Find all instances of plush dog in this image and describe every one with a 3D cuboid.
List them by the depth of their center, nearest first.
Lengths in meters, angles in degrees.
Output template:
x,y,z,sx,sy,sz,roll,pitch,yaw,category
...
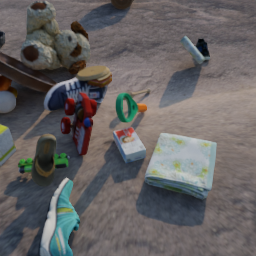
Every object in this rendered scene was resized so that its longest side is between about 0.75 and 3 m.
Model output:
x,y,z,sx,sy,sz,roll,pitch,yaw,category
-2.720,-3.086,10.995,2.485,2.321,2.893,6,68,-15,plush dog

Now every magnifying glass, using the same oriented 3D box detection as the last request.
x,y,z,sx,sy,sz,roll,pitch,yaw,category
0.131,-0.587,8.194,0.227,0.808,2.031,-5,2,24,magnifying glass

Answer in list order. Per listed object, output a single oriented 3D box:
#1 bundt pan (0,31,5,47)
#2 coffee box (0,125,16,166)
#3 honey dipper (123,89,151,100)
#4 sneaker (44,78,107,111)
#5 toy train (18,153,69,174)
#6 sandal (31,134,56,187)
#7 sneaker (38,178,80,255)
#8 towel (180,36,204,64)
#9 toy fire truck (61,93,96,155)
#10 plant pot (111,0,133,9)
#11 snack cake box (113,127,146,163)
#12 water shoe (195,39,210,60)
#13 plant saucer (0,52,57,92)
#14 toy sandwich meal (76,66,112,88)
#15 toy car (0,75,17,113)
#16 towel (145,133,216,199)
x,y,z,sx,sy,sz,roll,pitch,yaw,category
-6.273,-4.017,12.864,1.301,0.488,1.301,1,41,-1,bundt pan
-3.647,0.444,7.331,0.865,0.856,0.866,15,43,17,coffee box
0.313,-1.188,9.522,0.262,0.262,1.379,31,34,31,honey dipper
-1.623,-1.080,9.207,1.179,0.761,2.172,24,43,28,sneaker
-2.120,0.907,6.999,1.312,0.274,0.370,-9,49,2,toy train
-1.860,0.801,6.332,0.546,1.359,0.367,-2,29,-34,sandal
-1.369,1.914,5.914,0.719,0.699,1.805,13,45,-12,sneaker
2.563,-3.045,11.034,1.133,0.319,1.323,49,20,3,towel
-1.245,-0.139,7.623,0.810,1.444,1.213,1,31,-30,toy fire truck
-0.400,-8.320,16.907,2.279,2.279,1.987,0,59,1,plant pot
0.023,0.452,7.726,0.581,0.340,1.011,-15,42,-14,snack cake box
3.202,-3.421,12.110,0.498,0.550,1.393,-3,40,-3,water shoe
-3.664,-1.893,9.435,2.627,0.452,2.627,30,8,-4,plant saucer
-1.094,-1.677,9.190,1.242,0.425,1.242,-9,30,5,toy sandwich meal
-4.536,-1.205,8.893,1.802,1.351,1.577,-21,45,-23,toy car
1.384,0.867,7.165,1.569,0.441,1.832,13,42,14,towel
